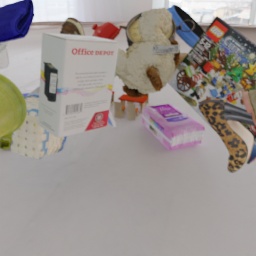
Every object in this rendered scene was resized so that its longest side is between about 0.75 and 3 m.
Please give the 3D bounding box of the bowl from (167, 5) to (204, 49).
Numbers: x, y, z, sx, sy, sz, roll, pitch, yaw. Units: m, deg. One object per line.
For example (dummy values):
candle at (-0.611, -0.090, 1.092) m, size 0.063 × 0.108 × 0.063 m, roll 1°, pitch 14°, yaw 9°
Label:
bowl at (1.944, -3.170, 8.954) m, size 1.878 × 0.369 × 1.878 m, roll 31°, pitch 37°, yaw -26°

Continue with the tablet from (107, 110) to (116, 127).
tablet at (-0.989, -0.995, 6.873) m, size 0.145 × 2.120 × 1.380 m, roll -40°, pitch 50°, yaw -17°

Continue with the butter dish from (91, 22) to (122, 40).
butter dish at (-0.835, -2.998, 8.984) m, size 1.048 × 0.774 × 1.045 m, roll -52°, pitch 15°, yaw -14°

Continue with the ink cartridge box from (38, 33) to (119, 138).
ink cartridge box at (-0.801, -0.709, 4.507) m, size 0.612 × 1.478 × 1.077 m, roll 27°, pitch 27°, yaw 35°

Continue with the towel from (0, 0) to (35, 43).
towel at (-3.531, -2.568, 7.232) m, size 2.190 × 0.543 × 1.617 m, roll -9°, pitch 46°, yaw 11°

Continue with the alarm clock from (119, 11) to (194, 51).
alarm clock at (0.849, -2.630, 7.868) m, size 2.047 × 0.682 × 1.381 m, roll -14°, pitch 63°, yaw 6°

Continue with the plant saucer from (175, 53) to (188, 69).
plant saucer at (1.073, -1.825, 8.816) m, size 2.505 × 0.444 × 2.505 m, roll -16°, pitch 0°, yaw 0°

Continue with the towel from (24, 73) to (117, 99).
towel at (-1.447, -1.275, 8.234) m, size 2.895 × 0.444 × 2.160 m, roll -31°, pitch -6°, yaw 7°

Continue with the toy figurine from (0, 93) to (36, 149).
toy figurine at (-4.243, -0.598, 10.331) m, size 1.468 × 1.667 × 2.783 m, roll 5°, pitch 27°, yaw 10°

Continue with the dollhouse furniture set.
dollhouse furniture set at (-0.189, -1.341, 12.416) m, size 2.068 × 1.077 × 2.091 m, roll 9°, pitch 29°, yaw 18°

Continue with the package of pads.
package of pads at (1.576, -0.099, 10.232) m, size 1.375 × 0.863 × 2.282 m, roll -8°, pitch 28°, yaw -21°

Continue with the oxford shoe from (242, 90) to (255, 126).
oxford shoe at (2.156, -0.293, 4.482) m, size 0.378 × 1.024 × 0.363 m, roll -17°, pitch 60°, yaw 33°

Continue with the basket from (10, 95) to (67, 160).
basket at (-2.073, -0.142, 7.021) m, size 1.254 × 1.589 × 1.802 m, roll 17°, pitch 19°, yaw 13°

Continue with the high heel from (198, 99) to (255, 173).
high heel at (1.991, 0.197, 5.953) m, size 1.290 × 1.810 × 0.646 m, roll 21°, pitch 47°, yaw 17°

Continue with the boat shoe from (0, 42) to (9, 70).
boat shoe at (-4.015, -2.621, 8.516) m, size 0.682 × 1.968 × 0.697 m, roll 14°, pitch 47°, yaw 19°

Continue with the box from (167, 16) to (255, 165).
box at (2.576, -0.926, 6.723) m, size 0.563 × 2.039 × 2.986 m, roll -7°, pitch 51°, yaw -51°

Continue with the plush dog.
plush dog at (0.547, -1.450, 6.748) m, size 1.725 × 2.150 × 1.846 m, roll 56°, pitch 14°, yaw 16°

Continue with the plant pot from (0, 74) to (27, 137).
plant pot at (-2.175, -0.128, 3.944) m, size 1.113 × 1.113 × 1.023 m, roll 3°, pitch 30°, yaw 5°

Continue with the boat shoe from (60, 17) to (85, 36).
boat shoe at (-1.808, -2.821, 10.129) m, size 0.829 × 2.246 × 0.831 m, roll 10°, pitch 62°, yaw 30°
